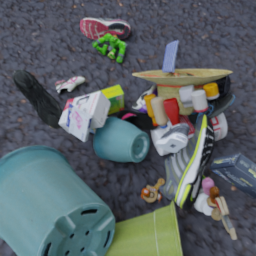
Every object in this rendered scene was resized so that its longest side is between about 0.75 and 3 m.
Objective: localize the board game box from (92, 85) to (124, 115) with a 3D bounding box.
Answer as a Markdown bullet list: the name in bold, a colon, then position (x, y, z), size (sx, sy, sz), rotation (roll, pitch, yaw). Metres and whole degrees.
- **board game box**: position (-1.124, -0.806, 10.100), size (1.924, 0.977, 0.458), rotation (-19, 61, -11)

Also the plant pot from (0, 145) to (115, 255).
- **plant pot**: position (-1.851, 2.075, 6.727), size (2.649, 2.649, 2.595), rotation (-44, 41, -22)

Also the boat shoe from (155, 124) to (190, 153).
- **boat shoe**: position (1.115, 0.236, 6.942), size (0.552, 1.540, 0.522), rotation (25, 74, -1)

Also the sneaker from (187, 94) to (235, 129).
- **sneaker**: position (2.458, -0.575, 8.367), size (1.493, 0.547, 0.612), rotation (-38, 83, 18)

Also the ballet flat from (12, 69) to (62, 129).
- **ballet flat**: position (-2.718, -0.889, 8.676), size (0.723, 2.175, 0.618), rotation (-37, 22, -11)

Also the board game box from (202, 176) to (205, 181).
- **board game box**: position (2.324, 1.623, 8.656), size (0.191, 0.803, 0.408), rotation (-39, 104, 3)

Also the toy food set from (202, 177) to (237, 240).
- **toy food set**: position (2.098, 1.811, 6.793), size (0.290, 1.843, 1.172), rotation (-16, 90, 7)

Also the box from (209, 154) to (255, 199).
- **box**: position (3.039, 1.281, 7.166), size (1.543, 1.216, 0.394), rotation (34, 72, -5)

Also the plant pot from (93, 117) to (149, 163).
- **plant pot**: position (-0.119, 0.465, 8.765), size (1.335, 1.421, 1.421), rotation (15, 57, 38)

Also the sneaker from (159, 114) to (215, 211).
- **sneaker**: position (1.611, 0.847, 7.826), size (1.089, 0.994, 2.690), rotation (17, 83, 34)

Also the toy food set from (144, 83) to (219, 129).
- **toy food set**: position (1.373, -0.489, 7.327), size (1.984, 0.893, 0.947), rotation (-9, 23, 23)

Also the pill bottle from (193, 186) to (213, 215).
- **pill bottle**: position (2.142, 2.102, 8.312), size (0.615, 0.615, 1.110), rotation (-18, 19, -10)

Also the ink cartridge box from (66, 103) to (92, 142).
- **ink cartridge box**: position (-1.425, -0.141, 7.788), size (0.842, 0.827, 0.182), rotation (30, 38, 18)

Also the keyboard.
- **keyboard**: position (2.898, -1.100, 10.715), size (2.447, 0.485, 1.273), rotation (-33, 42, -17)

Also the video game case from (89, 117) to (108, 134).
- **video game case**: position (-1.033, -0.109, 9.569), size (1.470, 1.052, 0.131), rotation (21, 51, 9)

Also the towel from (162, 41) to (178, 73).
- **towel**: position (1.284, -2.120, 8.502), size (0.149, 1.253, 0.907), rotation (7, 100, -7)

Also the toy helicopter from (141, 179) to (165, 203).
- **toy helicopter**: position (0.881, 1.988, 8.853), size (0.628, 0.374, 0.949), rotation (33, 57, 21)

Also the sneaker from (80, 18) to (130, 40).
- **sneaker**: position (-1.013, -4.383, 12.347), size (2.209, 0.891, 0.825), rotation (7, 40, -1)

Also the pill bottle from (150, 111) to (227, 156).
- **pill bottle**: position (1.994, 0.100, 9.389), size (2.292, 1.287, 1.287), rotation (-19, 62, -9)

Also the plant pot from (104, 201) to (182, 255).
- **plant pot**: position (0.303, 3.220, 7.241), size (2.170, 2.285, 2.285), rotation (-10, 60, 6)

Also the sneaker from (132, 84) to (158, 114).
- **sneaker**: position (0.965, -0.766, 9.312), size (0.988, 2.450, 1.022), rotation (-46, 78, 18)

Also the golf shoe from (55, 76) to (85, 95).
- **golf shoe**: position (-2.230, -1.663, 10.969), size (1.182, 0.429, 0.544), rotation (-19, 75, -3)

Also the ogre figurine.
- **ogre figurine**: position (-0.715, -3.440, 11.837), size (1.486, 0.729, 0.891), rotation (29, 80, 30)

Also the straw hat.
- **straw hat**: position (1.548, -1.045, 8.406), size (2.980, 2.980, 1.261), rotation (-2, 104, 1)

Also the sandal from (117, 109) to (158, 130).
- **sandal**: position (0.158, -0.207, 9.384), size (0.444, 0.740, 1.971), rotation (-34, 23, -31)

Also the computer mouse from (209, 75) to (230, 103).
- **computer mouse**: position (3.005, -1.230, 8.915), size (0.282, 0.741, 1.071), rotation (13, 85, -25)

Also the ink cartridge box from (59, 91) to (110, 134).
- **ink cartridge box**: position (-1.319, -0.459, 8.486), size (1.349, 0.577, 0.995), rotation (-12, 48, 31)
